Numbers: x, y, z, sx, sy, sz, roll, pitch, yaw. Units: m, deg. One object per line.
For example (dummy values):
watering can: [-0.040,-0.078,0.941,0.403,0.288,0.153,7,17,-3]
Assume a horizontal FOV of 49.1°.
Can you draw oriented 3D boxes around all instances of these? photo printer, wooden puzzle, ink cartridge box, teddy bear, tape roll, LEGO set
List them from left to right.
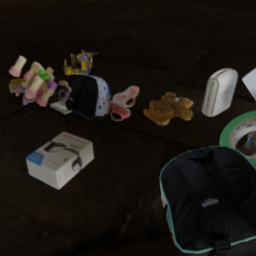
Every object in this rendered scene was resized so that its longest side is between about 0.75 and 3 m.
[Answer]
wooden puzzle: [-4.540,-1.766,11.938,1.052,0.182,1.559,-13,34,-12]
ink cartridge box: [-1.767,0.803,7.431,1.047,0.604,1.443,18,36,26]
LEGO set: [-2.382,-3.313,13.528,1.407,1.060,1.830,8,33,12]
teddy bear: [1.427,-0.627,9.756,1.629,0.750,2.247,14,27,7]
photo printer: [3.248,-1.296,9.878,1.291,1.551,0.539,-24,42,-35]
tape roll: [3.132,0.336,6.629,1.807,0.434,1.807,-20,37,16]

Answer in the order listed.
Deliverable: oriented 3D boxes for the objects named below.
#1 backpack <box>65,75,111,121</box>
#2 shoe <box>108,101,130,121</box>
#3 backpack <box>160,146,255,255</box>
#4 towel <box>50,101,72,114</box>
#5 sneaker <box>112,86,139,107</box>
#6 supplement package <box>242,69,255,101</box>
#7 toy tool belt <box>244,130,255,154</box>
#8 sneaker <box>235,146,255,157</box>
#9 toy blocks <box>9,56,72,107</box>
backpack: [-1.259,-1.091,9.686,1.492,1.421,1.149,21,21,29]
shoe: [-0.510,-0.597,9.846,1.133,0.405,0.515,23,35,27]
backpack: [1.615,1.463,5.186,1.960,1.710,2.230,-19,40,2]
towel: [-2.192,-0.941,10.597,0.918,0.189,1.230,24,39,32]
sneaker: [0.115,-1.143,10.590,0.708,0.510,1.355,25,39,35]
supplement package: [5.248,-1.345,9.334,1.330,1.869,2.399,41,28,-17]
toy tool belt: [3.614,0.417,7.661,0.609,0.975,0.599,-33,53,-17]
sneaker: [2.827,0.841,7.565,1.389,0.525,0.802,-4,26,-25]
toy blocks: [-3.354,-1.377,10.304,1.679,1.512,1.796,46,18,28]
